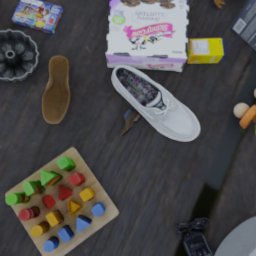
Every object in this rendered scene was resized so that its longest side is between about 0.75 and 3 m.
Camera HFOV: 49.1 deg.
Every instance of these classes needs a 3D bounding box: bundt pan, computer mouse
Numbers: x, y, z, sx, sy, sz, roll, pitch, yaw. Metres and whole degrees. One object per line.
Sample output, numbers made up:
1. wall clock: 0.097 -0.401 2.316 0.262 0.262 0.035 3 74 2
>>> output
1. bundt pan: -3.356 -2.005 8.124 1.549 0.581 1.549 2 77 -10
2. computer mouse: 1.841 3.130 7.312 0.965 0.367 1.393 -15 67 -1

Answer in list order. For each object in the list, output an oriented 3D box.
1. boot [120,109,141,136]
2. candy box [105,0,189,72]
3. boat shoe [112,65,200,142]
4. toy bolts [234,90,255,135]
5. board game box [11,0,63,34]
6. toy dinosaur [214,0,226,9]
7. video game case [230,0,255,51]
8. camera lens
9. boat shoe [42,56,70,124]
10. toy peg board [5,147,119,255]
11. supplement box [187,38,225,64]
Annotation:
1. boot: -0.043 -0.154 7.979 0.401 0.309 0.827 41 72 9
2. candy box: 0.579 -3.124 8.225 2.264 0.965 2.699 3 79 1
3. boat shoe: 0.757 -0.694 7.593 1.056 1.005 2.932 -45 88 4
4. toy bolts: 3.768 -0.694 7.553 1.581 1.510 1.096 -29 62 -36
5. board game box: -2.807 -3.505 8.682 1.312 0.226 0.888 17 78 4
6. toy dinosaur: 3.036 -4.549 8.767 2.759 0.833 1.465 19 60 13
7. video game case: 4.312 -2.380 7.476 0.284 2.137 2.992 -42 82 -13
8. camera lens: 3.444 3.525 6.394 1.930 1.930 2.413 -43 81 -8
9. boat shoe: -2.016 -1.013 7.941 0.719 0.718 1.994 2 74 -12
10. toy peg board: -1.784 1.963 7.139 2.237 1.094 2.228 -35 80 -6
11. supplement box: 2.274 -2.260 8.271 1.000 0.548 0.544 -1 78 -1
